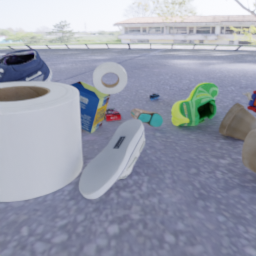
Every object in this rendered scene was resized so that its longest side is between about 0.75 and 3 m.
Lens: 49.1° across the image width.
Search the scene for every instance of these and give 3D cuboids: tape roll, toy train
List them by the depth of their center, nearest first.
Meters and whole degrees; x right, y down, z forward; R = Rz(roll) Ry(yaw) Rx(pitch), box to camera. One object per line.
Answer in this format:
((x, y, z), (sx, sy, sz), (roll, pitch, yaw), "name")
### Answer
((-2.515, 0.112, 6.578), (2.821, 1.937, 2.821), (1, 22, 0), "tape roll")
((-0.552, -1.494, 8.530), (1.057, 1.057, 0.193), (-2, 42, -6), "tape roll")
((4.374, -0.803, 9.039), (0.909, 0.665, 1.570), (24, 10, 41), "toy train")

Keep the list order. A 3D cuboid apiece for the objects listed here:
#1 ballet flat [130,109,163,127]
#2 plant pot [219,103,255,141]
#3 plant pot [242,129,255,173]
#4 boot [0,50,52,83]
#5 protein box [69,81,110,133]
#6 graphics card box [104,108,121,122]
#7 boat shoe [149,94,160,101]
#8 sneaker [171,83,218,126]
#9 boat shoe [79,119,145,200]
((0.602, -0.377, 9.089), (0.508, 0.514, 1.510), (34, 11, 35), "ballet flat")
((3.482, -0.072, 8.567), (0.945, 1.089, 1.089), (37, 38, 30), "plant pot")
((3.283, 0.585, 5.981), (1.550, 1.550, 1.345), (-17, 21, -38), "plant pot")
((-3.525, -1.536, 7.796), (2.574, 0.936, 1.163), (-14, -21, -1), "boot")
((-1.421, -0.705, 9.305), (1.217, 1.226, 0.827), (24, 27, 12), "protein box")
((-0.667, -0.505, 10.583), (0.576, 0.234, 0.918), (-8, 21, -16), "graphics card box")
((1.231, -1.466, 12.852), (0.336, 0.274, 0.799), (-27, -1, 28), "boat shoe")
((2.691, -0.760, 10.224), (1.253, 1.111, 2.999), (18, 37, 32), "sneaker")
((-0.243, 0.784, 6.435), (0.845, 0.772, 2.348), (0, 39, 30), "boat shoe")
